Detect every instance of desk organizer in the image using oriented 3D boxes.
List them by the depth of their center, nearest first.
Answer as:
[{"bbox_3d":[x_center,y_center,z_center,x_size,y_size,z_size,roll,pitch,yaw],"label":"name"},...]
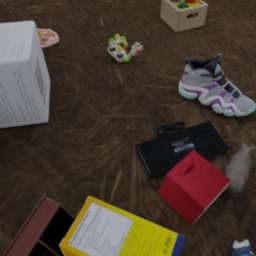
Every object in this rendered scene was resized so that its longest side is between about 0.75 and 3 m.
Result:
[{"bbox_3d":[-1.811,2.639,5.321,0.937,0.873,2.433,19,51,13],"label":"desk organizer"}]

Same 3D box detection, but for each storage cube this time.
[{"bbox_3d":[1.451,1.346,6.307,0.996,1.165,1.047,-36,64,-28],"label":"storage cube"}]

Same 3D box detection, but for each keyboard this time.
[{"bbox_3d":[1.400,0.433,7.679,2.391,0.307,1.436,-16,57,-15],"label":"keyboard"}]

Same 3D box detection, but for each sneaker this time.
[{"bbox_3d":[2.527,2.591,5.695,0.796,0.321,0.583,8,56,16],"label":"sneaker"},{"bbox_3d":[2.687,-1.392,8.264,2.426,1.697,0.943,22,48,21],"label":"sneaker"}]

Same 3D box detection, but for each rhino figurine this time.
[{"bbox_3d":[2.688,0.964,6.830,0.562,0.822,1.879,24,53,19],"label":"rhino figurine"}]

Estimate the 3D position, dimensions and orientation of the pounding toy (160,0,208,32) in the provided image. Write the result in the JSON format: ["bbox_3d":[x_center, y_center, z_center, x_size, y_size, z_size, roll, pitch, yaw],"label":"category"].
[{"bbox_3d":[2.469,-5.466,12.410,2.039,1.062,2.321,-19,51,-16],"label":"pounding toy"}]

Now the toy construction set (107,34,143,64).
[{"bbox_3d":[-0.172,-2.922,10.445,1.012,0.711,1.543,-29,43,-24],"label":"toy construction set"}]

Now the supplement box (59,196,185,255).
[{"bbox_3d":[-0.101,2.372,5.380,2.025,1.109,1.102,19,50,15],"label":"supplement box"}]

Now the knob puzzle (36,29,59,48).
[{"bbox_3d":[-3.517,-3.680,11.382,1.601,0.222,1.601,0,48,0],"label":"knob puzzle"}]

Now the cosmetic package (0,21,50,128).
[{"bbox_3d":[-3.826,-1.463,8.039,2.671,2.202,2.204,-7,46,-7],"label":"cosmetic package"}]
